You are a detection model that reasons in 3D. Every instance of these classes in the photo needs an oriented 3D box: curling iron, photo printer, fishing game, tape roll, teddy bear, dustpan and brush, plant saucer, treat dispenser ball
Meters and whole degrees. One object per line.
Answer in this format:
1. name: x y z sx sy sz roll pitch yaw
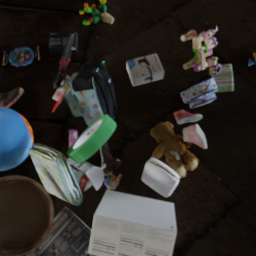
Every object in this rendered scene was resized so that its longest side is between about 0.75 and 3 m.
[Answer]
1. curling iron: -2.465 -2.706 11.147 0.370 0.717 2.892 25 53 -24
2. photo printer: 1.121 1.748 9.903 1.291 1.551 0.539 34 63 14
3. fishing game: -5.022 -3.365 13.097 1.707 0.265 1.222 -7 62 -3
4. tape roll: -1.177 0.346 9.021 0.434 1.807 1.807 45 69 -14
5. teddy bear: 1.728 0.857 10.893 2.247 0.750 1.629 39 79 9
6. dustpan and brush: -1.041 1.583 9.882 1.134 0.324 0.791 -41 107 -43
7. plant saucer: -3.660 2.781 9.011 2.513 0.403 2.513 0 87 -9
8. treat dispenser ball: -4.650 0.403 10.119 2.301 2.301 2.301 0 64 0

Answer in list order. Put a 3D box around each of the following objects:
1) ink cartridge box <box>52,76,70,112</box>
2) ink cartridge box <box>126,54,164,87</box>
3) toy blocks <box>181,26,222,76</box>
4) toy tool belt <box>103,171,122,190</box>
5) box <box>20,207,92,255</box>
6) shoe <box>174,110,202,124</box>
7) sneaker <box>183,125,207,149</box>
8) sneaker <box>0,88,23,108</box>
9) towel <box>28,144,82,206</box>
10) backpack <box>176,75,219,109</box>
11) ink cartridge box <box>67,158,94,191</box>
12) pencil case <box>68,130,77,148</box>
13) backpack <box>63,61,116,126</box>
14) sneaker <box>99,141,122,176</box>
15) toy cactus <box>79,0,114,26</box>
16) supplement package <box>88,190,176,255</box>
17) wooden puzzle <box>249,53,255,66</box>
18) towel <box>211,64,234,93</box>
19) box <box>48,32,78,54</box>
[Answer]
1. ink cartridge box: -2.827 -1.376 11.522 0.305 1.366 1.204 31 64 -18
2. ink cartridge box: 0.750 -2.590 12.496 1.443 0.604 1.047 -16 69 -8
3. toy blocks: 3.440 -3.333 12.037 1.512 1.679 1.796 -29 35 -28
4. toy tool belt: -0.635 1.887 10.150 0.599 0.975 0.609 25 62 -1
5. box: -2.226 4.092 9.340 1.777 0.542 2.243 37 70 16
6. shoe: 2.478 -0.512 11.623 1.133 0.405 0.515 -11 59 -11
7. sneaker: 2.520 0.386 10.729 0.708 1.355 0.510 -16 47 27
8. sneaker: -5.210 -1.040 11.064 2.204 0.849 0.902 -37 108 -6
9. towel: -2.464 1.566 9.486 1.770 2.067 0.498 13 36 42
10. backpack: 2.969 -1.482 11.542 1.492 1.421 1.149 -29 84 -13
11. ink cartridge box: -1.788 1.620 10.250 1.276 0.534 0.921 28 25 18
12. pencil case: -2.138 0.468 10.833 0.345 0.789 0.345 5 24 -2
13. backpack: -1.364 -1.169 10.866 1.710 2.230 1.960 -14 33 18
14. sneaker: -0.612 1.101 10.571 0.802 0.525 1.389 -4 89 18
15. toy cactus: -1.439 -5.771 13.985 1.581 0.980 1.917 27 58 2
16. supplement package: 0.195 3.124 8.871 2.399 1.869 1.330 11 101 5
17. wooden puzzle: 6.349 -3.115 13.028 1.559 0.182 1.052 5 60 2
18. towel: 4.108 -2.164 12.231 0.918 0.189 1.230 -4 79 10
19. box: -3.060 -4.028 13.270 1.273 0.502 0.899 -2 68 0
